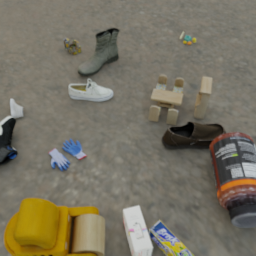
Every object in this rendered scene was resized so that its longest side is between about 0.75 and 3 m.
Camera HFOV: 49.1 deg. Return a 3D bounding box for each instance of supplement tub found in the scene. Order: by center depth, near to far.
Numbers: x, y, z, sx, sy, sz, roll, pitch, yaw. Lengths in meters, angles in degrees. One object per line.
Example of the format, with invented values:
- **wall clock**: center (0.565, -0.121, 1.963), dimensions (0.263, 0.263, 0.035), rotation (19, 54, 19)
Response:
- **supplement tub**: center (3.508, 1.617, 8.883), dimensions (1.508, 1.508, 2.821), rotation (2, 50, 2)

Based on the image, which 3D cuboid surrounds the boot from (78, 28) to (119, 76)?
- **boot**: center (-1.468, -3.728, 13.453), dimensions (0.884, 1.706, 2.612), rotation (35, 57, 27)

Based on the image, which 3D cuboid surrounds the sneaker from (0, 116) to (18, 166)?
- **sneaker**: center (-4.450, 0.553, 10.394), dimensions (1.133, 0.740, 2.025), rotation (17, 59, 11)

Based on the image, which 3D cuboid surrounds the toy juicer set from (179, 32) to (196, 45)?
- **toy juicer set**: center (3.211, -4.866, 15.474), dimensions (0.618, 0.264, 0.971), rotation (-43, 63, -10)

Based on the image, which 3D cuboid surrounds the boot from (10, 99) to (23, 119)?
- **boot**: center (-4.686, -0.823, 11.833), dimensions (0.500, 0.385, 1.046), rotation (-9, 57, -17)

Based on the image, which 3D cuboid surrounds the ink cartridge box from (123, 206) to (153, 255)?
- **ink cartridge box**: center (0.287, 3.142, 7.919), dimensions (0.526, 0.908, 1.559), rotation (-11, 50, -10)

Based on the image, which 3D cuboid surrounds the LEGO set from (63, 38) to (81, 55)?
- **LEGO set**: center (-2.959, -4.389, 14.767), dimensions (0.823, 0.620, 1.071), rotation (-15, 50, -13)

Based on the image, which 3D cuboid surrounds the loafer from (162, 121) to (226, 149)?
- **loafer**: center (2.533, 0.232, 10.496), dimensions (2.502, 0.893, 0.913), rotation (-10, 49, -8)

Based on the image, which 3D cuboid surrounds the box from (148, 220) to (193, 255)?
- **box**: center (1.209, 3.363, 7.992), dimensions (0.456, 0.497, 1.419), rotation (-33, 57, -26)

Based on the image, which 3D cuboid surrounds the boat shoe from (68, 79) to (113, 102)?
- **boat shoe**: center (-1.653, -1.716, 12.255), dimensions (1.970, 0.840, 0.728), rotation (5, 49, 4)

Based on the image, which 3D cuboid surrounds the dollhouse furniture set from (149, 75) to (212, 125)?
- **dollhouse furniture set**: center (2.122, -1.347, 11.504), dimensions (2.275, 1.481, 2.090), rotation (11, 49, 10)

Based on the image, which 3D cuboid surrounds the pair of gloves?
- **pair of gloves**: center (-2.284, 0.986, 10.331), dimensions (1.369, 0.156, 1.101), rotation (-32, 56, -26)

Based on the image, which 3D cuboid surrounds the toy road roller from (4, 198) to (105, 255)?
- **toy road roller**: center (-1.969, 2.802, 7.541), dimensions (2.613, 1.907, 1.606), rotation (-2, 49, -2)
